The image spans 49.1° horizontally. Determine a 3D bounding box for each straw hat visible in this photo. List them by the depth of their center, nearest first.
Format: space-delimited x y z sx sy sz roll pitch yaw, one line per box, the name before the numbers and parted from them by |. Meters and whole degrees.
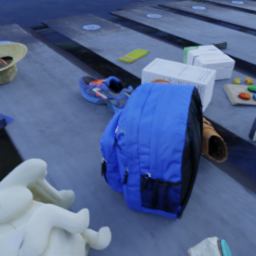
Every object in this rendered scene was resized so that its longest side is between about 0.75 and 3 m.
straw hat | -5.071 -2.353 11.185 2.465 1.043 2.465 -5 42 5

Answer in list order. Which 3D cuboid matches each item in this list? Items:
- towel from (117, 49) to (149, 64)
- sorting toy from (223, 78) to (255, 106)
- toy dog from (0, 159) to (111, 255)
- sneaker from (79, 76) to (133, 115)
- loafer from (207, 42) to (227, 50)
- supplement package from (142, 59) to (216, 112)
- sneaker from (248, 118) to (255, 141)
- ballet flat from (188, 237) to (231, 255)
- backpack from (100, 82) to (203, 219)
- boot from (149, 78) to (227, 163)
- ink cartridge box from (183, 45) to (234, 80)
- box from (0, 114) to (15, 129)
towel | 0.273 -3.487 13.472 0.731 0.153 1.699 24 42 28
sorting toy | 4.452 -1.452 10.591 1.522 0.274 2.043 1 36 1
toy dog | -1.489 2.128 4.548 2.468 1.776 2.546 -31 46 -18
sneaker | -0.683 -1.349 9.765 2.781 1.091 1.048 28 43 32
loafer | 4.474 -4.208 14.271 1.150 0.362 0.413 -3 36 -5
supplement package | 1.723 -1.454 9.786 2.234 1.224 1.271 19 40 24
sneaker | 4.713 -0.164 8.289 2.591 0.929 1.073 -21 41 -27
ballet flat | 1.481 2.999 4.277 0.837 0.905 2.684 -24 30 15
backpack | 0.521 0.370 6.122 2.199 2.621 2.129 7 38 9
boot | 1.523 -0.157 7.336 0.938 2.445 1.898 -39 33 5
ink cartridge box | 3.366 -2.783 11.941 1.411 0.815 1.932 -8 37 -10
box | -4.778 -0.008 8.582 1.331 0.356 2.197 17 38 22
